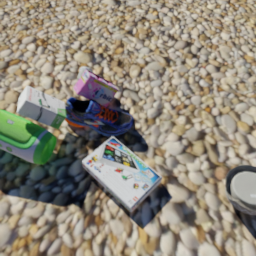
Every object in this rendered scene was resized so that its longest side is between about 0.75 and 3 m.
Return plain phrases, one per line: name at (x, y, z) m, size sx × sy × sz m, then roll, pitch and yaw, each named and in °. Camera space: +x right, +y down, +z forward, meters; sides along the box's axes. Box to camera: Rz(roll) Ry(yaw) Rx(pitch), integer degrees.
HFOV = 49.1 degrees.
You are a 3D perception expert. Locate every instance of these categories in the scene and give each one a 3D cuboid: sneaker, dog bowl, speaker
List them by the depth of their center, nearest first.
dog bowl at (3.659, 1.880, 8.390) m, size 1.565 × 0.459 × 1.565 m, roll -1°, pitch 47°, yaw 1°
speaker at (-3.852, 0.191, 9.243) m, size 2.796 × 1.236 × 1.236 m, roll 23°, pitch 56°, yaw 6°
sneaker at (-1.099, -0.434, 9.973) m, size 2.687 × 1.054 × 1.012 m, roll 9°, pitch 55°, yaw 7°
sneaker at (-1.321, -1.651, 10.875) m, size 1.560 × 0.591 × 0.718 m, roll 32°, pitch 58°, yaw -23°

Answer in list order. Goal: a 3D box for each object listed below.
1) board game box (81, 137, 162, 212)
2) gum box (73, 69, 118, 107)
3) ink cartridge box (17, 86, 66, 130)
board game box at (-0.223, 1.412, 9.008) m, size 2.259 × 0.391 × 1.426 m, roll 38°, pitch 62°, yaw 25°
gum box at (-1.136, -1.421, 10.363) m, size 0.850 × 1.497 × 0.495 m, roll -51°, pitch 46°, yaw 17°
ink cartridge box at (-2.875, -0.679, 9.370) m, size 1.430 × 0.603 × 1.045 m, roll 25°, pitch 26°, yaw -31°
